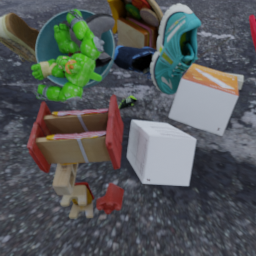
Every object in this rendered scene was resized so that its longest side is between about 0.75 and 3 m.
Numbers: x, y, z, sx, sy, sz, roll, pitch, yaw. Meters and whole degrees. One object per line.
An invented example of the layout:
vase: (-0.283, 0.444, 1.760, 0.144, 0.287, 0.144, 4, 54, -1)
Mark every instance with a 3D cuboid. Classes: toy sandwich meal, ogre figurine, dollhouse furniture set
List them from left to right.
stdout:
ogre figurine: (-1.090, -1.238, 5.334, 1.092, 0.894, 1.822, 32, 83, 29)
dollhouse furniture set: (-0.718, 0.700, 5.373, 1.380, 2.565, 1.043, -3, 48, 7)
toy sandwich meal: (0.209, -3.697, 10.141, 2.790, 2.790, 0.955, 32, 70, 35)

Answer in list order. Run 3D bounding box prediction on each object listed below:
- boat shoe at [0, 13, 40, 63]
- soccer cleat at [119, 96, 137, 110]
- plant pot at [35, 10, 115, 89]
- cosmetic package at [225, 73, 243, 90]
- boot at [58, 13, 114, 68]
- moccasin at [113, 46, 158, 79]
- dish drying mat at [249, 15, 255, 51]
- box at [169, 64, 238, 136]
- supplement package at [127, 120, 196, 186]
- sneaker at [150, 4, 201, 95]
boat shoe: (-3.596, -2.942, 9.610, 0.887, 2.831, 1.037, -9, 77, 9)
soccer cleat: (-0.008, -1.004, 11.408, 0.397, 0.331, 0.979, 34, 48, 16)
plant pot: (-1.373, -2.051, 8.115, 2.133, 2.133, 1.437, 3, -5, 4)
cosmetic package: (4.580, -2.167, 12.806, 1.225, 0.435, 0.644, 13, 39, 16)
boot: (-0.715, -1.901, 6.321, 1.714, 0.598, 1.128, -34, 83, -38)
moccasin: (0.516, -2.165, 9.597, 0.897, 1.059, 2.632, 37, 33, 27)
dish drying mat: (3.857, -2.485, 8.239, 0.227, 0.958, 2.493, -9, 36, 22)
box: (2.212, -0.916, 7.992, 1.462, 1.145, 2.350, 20, 27, 12)
supplement package: (0.539, 0.412, 5.216, 0.822, 0.853, 1.500, 5, 10, -11)
sneaker: (1.252, -1.832, 7.364, 1.007, 2.598, 1.035, -25, 53, -21)
